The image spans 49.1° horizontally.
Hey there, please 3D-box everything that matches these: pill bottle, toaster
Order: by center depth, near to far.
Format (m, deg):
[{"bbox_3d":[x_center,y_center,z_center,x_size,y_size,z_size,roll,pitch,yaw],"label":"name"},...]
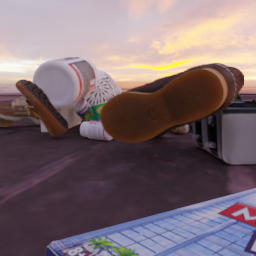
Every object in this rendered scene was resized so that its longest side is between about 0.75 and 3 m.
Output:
[{"bbox_3d":[2.264,-0.006,5.519,1.795,1.065,1.623,-1,9,-6],"label":"toaster"},{"bbox_3d":[-0.784,0.061,7.047,0.791,0.448,0.448,4,10,26],"label":"pill bottle"},{"bbox_3d":[-1.677,-1.401,8.200,1.296,1.296,2.236,2,18,12],"label":"pill bottle"},{"bbox_3d":[-1.288,-0.431,8.820,0.481,0.867,0.481,-25,38,21],"label":"pill bottle"}]

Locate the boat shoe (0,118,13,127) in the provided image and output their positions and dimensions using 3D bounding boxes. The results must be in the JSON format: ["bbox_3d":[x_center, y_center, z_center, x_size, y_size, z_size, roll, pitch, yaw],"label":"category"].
[{"bbox_3d":[-4.302,-0.201,8.999,1.113,0.400,0.361,-2,3,-36],"label":"boat shoe"}]

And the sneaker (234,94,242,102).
[{"bbox_3d":[3.220,-0.638,8.354,1.451,0.968,2.533,-42,22,-15],"label":"sneaker"}]

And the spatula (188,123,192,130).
[{"bbox_3d":[1.048,-0.106,8.527,2.930,0.301,0.828,2,17,8],"label":"spatula"}]

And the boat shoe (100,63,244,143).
[{"bbox_3d":[0.665,-0.402,5.067,2.813,0.990,0.989,-12,11,44],"label":"boat shoe"}]

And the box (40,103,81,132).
[{"bbox_3d":[-2.059,-0.362,8.807,0.632,0.760,1.849,0,8,9],"label":"box"}]

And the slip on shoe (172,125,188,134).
[{"bbox_3d":[1.264,-0.207,8.148,0.387,0.485,1.276,-11,34,-18],"label":"slip on shoe"}]

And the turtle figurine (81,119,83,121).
[{"bbox_3d":[-1.976,-0.532,10.340,1.339,0.535,1.661,-12,33,-16],"label":"turtle figurine"}]

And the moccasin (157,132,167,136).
[{"bbox_3d":[0.740,-0.343,6.979,0.776,0.819,2.121,17,-16,0],"label":"moccasin"}]

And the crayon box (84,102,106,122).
[{"bbox_3d":[-0.295,-0.469,8.154,1.795,0.523,1.066,-16,-6,-23],"label":"crayon box"}]

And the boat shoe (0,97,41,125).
[{"bbox_3d":[-3.400,-0.634,9.034,2.213,0.794,0.838,9,11,-30],"label":"boat shoe"}]

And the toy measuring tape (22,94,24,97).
[{"bbox_3d":[-2.969,-0.942,8.812,0.371,0.371,1.009,4,-18,22],"label":"toy measuring tape"}]

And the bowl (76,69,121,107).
[{"bbox_3d":[-1.602,-1.624,10.609,2.510,1.178,2.510,-12,28,7],"label":"bowl"}]

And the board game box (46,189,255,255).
[{"bbox_3d":[1.015,0.873,1.362,2.042,0.630,2.043,-9,13,-42],"label":"board game box"}]

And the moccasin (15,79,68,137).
[{"bbox_3d":[-2.141,-0.439,6.776,0.650,1.685,0.616,-27,42,6],"label":"moccasin"}]
